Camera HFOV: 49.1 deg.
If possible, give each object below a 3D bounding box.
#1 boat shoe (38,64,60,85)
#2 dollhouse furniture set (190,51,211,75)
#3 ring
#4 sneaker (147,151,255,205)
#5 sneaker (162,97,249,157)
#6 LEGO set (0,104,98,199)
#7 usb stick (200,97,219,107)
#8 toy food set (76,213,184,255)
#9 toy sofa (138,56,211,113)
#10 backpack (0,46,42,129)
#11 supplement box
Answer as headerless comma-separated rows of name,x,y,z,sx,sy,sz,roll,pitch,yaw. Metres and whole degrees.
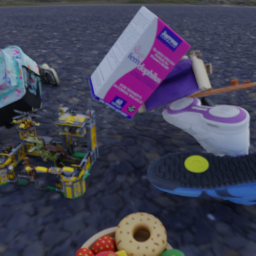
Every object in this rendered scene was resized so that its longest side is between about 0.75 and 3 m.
boat shoe,-3.425,-2.183,11.783,0.612,0.665,1.862,-27,38,-21
dollhouse furniture set,2.238,-1.888,8.590,0.507,0.716,0.780,-4,-13,24
ring,2.828,-1.191,8.504,2.901,0.278,2.901,-11,3,1
sneaker,1.803,1.078,5.335,2.864,1.123,0.944,-3,41,3
sneaker,1.709,0.032,6.675,0.990,1.317,2.644,-28,25,-17
LEGO set,-1.854,0.309,6.238,2.627,1.522,2.020,11,30,19
usb stick,2.842,-0.466,8.806,0.572,0.336,2.062,23,23,-18
toy food set,0.009,2.080,4.163,1.710,0.416,1.692,-12,31,-21
toy sofa,1.037,-1.089,7.444,2.020,0.836,0.985,-20,-8,36
backpack,-3.524,-1.291,7.965,1.886,1.600,2.125,-23,55,14
supplement box,0.178,-1.460,6.440,1.093,2.161,1.117,29,21,-28
